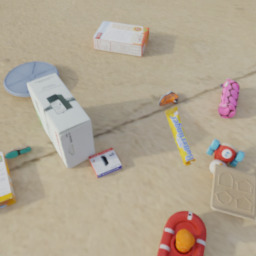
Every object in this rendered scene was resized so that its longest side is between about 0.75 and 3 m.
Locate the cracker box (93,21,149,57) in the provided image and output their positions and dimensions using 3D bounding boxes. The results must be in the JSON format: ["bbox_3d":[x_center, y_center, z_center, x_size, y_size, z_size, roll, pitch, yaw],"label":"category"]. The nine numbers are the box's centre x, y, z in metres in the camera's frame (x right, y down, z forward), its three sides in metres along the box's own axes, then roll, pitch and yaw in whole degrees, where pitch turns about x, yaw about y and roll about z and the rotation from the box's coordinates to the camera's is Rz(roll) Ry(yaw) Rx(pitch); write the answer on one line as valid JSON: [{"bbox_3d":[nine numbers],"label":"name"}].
[{"bbox_3d":[-0.338,-4.777,14.956,2.650,0.764,1.775,12,51,9],"label":"cracker box"}]

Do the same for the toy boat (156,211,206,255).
[{"bbox_3d":[1.556,3.222,7.848,1.261,1.263,1.933,15,51,12],"label":"toy boat"}]

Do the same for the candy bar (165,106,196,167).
[{"bbox_3d":[1.398,0.239,7.460,0.416,1.669,0.185,-26,12,-22],"label":"candy bar"}]

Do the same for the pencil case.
[{"bbox_3d":[4.270,-1.267,11.936,0.810,0.836,1.785,-1,45,27],"label":"pencil case"}]

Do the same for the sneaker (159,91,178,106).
[{"bbox_3d":[1.816,-1.213,12.177,0.588,0.407,1.050,33,57,26],"label":"sneaker"}]

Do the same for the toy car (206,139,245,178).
[{"bbox_3d":[3.232,1.232,9.778,1.113,1.068,1.207,26,66,11],"label":"toy car"}]

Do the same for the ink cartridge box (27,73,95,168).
[{"bbox_3d":[-2.428,-0.273,10.276,1.195,2.108,2.876,-25,55,-21],"label":"ink cartridge box"}]

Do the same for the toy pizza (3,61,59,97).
[{"bbox_3d":[-4.470,-2.227,13.042,2.511,0.398,2.511,-1,49,1],"label":"toy pizza"}]

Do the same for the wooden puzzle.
[{"bbox_3d":[3.412,2.096,9.153,1.486,0.371,1.605,17,60,-4],"label":"wooden puzzle"}]

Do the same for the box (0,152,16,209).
[{"bbox_3d":[-4.782,1.803,9.602,1.362,0.475,2.289,-20,50,-15],"label":"box"}]

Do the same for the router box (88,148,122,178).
[{"bbox_3d":[-0.837,1.260,10.188,0.968,0.236,0.869,-21,53,-17],"label":"router box"}]

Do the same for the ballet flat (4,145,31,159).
[{"bbox_3d":[-4.122,0.872,10.395,1.015,0.345,0.341,-16,37,-39],"label":"ballet flat"}]
